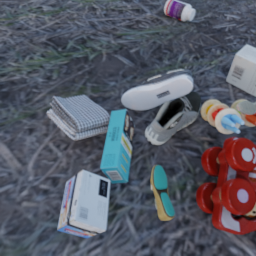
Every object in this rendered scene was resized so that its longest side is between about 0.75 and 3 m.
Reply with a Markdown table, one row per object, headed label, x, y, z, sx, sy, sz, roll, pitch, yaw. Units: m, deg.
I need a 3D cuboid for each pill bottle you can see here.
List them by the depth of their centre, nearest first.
| label | x | y | z | sx | sy | sz | roll | pitch | yaw |
| --- | --- | --- | --- | --- | --- | --- | --- | --- | --- |
| pill bottle | 2.683 | -6.091 | 14.557 | 1.506 | 0.847 | 0.847 | 32 | 58 | 23 |

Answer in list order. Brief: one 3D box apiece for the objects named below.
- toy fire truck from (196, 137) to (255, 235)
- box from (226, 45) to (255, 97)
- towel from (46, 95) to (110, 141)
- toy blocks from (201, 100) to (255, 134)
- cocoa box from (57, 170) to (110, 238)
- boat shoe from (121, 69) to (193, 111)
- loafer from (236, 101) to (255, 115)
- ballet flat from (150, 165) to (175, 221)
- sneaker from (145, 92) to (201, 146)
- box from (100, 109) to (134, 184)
| label | x | y | z | sx | sy | sz | roll | pitch | yaw |
| --- | --- | --- | --- | --- | --- | --- | --- | --- | --- |
| toy fire truck | 3.327 | 1.628 | 7.868 | 2.261 | 1.510 | 2.692 | 20 | 69 | -12 |
| box | 4.899 | -2.269 | 11.124 | 1.420 | 1.412 | 0.928 | 36 | 59 | 25 |
| towel | -1.683 | -0.464 | 9.710 | 1.536 | 0.794 | 1.855 | -19 | 49 | -42 |
| toy blocks | 3.653 | -0.333 | 9.160 | 1.951 | 0.850 | 2.341 | -1 | 16 | -2 |
| cocoa box | -1.187 | 2.102 | 7.690 | 0.980 | 0.965 | 1.470 | 28 | 45 | -28 |
| boat shoe | 1.035 | -1.461 | 10.300 | 2.741 | 0.983 | 0.929 | -18 | 37 | 27 |
| loafer | 3.816 | -0.604 | 8.883 | 1.269 | 0.399 | 0.456 | -5 | 80 | -31 |
| ballet flat | 0.856 | 1.813 | 7.811 | 0.534 | 0.491 | 1.557 | 11 | 53 | -31 |
| sneaker | 1.814 | -0.626 | 9.577 | 1.060 | 1.631 | 2.825 | 41 | 64 | 13 |
| box | -0.284 | 0.556 | 9.029 | 0.561 | 0.939 | 2.282 | -8 | 49 | 19 |
